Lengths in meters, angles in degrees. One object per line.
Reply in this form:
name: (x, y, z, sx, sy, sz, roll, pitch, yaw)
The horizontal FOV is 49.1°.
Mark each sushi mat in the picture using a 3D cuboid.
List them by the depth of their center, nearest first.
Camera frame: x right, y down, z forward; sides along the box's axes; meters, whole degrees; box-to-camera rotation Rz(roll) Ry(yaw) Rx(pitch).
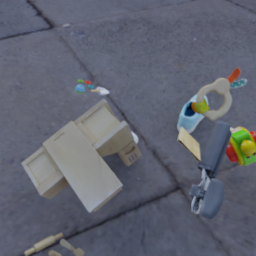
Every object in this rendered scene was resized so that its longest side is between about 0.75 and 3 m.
sushi mat: (1.398, 0.343, 6.411, 0.652, 0.082, 1.363, 47, 18, 0)

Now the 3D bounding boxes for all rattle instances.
rattle: (2.789, -1.059, 8.694, 1.080, 1.185, 1.659, 35, 97, 15)

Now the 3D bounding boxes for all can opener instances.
can opener: (2.054, 0.953, 6.461, 0.778, 0.621, 2.327, 14, 65, 34)

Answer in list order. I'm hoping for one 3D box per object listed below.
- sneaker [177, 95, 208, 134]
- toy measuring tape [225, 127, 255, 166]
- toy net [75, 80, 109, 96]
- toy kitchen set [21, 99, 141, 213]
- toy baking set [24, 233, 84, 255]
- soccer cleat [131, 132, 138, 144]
sneaker: (2.623, -0.770, 10.892, 0.843, 0.934, 2.280, 20, 50, 17)
toy measuring tape: (3.433, 0.527, 8.749, 1.094, 1.094, 2.974, 7, 6, 7)
toy net: (-1.013, -1.096, 7.952, 0.945, 0.183, 0.496, 14, 36, -10)
toy kitchen set: (-0.834, 1.283, 8.035, 2.798, 2.524, 2.283, -39, 63, -7)
toy baking set: (-1.800, 3.133, 6.736, 1.480, 1.136, 0.172, -24, 17, -36)
soccer cleat: (-0.688, 0.068, 10.085, 2.174, 0.939, 0.760, 17, 48, 15)
